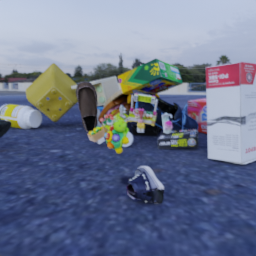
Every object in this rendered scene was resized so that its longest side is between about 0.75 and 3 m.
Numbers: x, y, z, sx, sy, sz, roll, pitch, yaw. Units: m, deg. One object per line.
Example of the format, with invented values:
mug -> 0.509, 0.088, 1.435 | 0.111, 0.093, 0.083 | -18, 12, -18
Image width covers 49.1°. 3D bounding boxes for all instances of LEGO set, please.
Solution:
LEGO set -> 0.027, -0.375, 8.701 | 2.682, 0.998, 1.234 | -7, 48, -9

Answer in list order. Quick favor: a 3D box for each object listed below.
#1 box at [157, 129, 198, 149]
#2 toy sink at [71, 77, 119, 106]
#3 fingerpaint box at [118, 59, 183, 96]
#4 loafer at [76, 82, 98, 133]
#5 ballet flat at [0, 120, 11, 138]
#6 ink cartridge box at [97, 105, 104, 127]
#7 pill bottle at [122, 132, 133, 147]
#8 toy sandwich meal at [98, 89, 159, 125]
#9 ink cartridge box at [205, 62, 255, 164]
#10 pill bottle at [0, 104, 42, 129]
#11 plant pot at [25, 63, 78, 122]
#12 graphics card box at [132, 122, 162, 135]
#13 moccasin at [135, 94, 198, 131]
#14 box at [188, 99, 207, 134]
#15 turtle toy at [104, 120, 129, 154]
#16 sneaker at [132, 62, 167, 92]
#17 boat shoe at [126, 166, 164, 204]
box -> 1.597, 0.333, 8.806 | 1.175, 0.325, 1.467 | -3, 8, 15
toy sink -> -1.376, -1.540, 12.401 | 1.266, 1.088, 1.942 | -8, 11, 27
fingerpaint box -> 0.766, -1.554, 9.212 | 1.454, 0.639, 1.742 | -19, -9, 30
loafer -> -1.490, -0.735, 10.797 | 0.788, 2.158, 0.766 | -12, 33, -6
ballet flat -> -4.290, 0.162, 8.043 | 0.600, 0.702, 2.112 | 29, 32, 18
ink cartridge box -> -0.656, -0.755, 13.138 | 2.219, 0.929, 1.610 | -16, 15, -29
pill bottle -> -0.218, 0.279, 8.914 | 0.498, 0.498, 0.938 | -3, 10, -18
toy sandwich meal -> 0.073, -0.859, 11.186 | 2.669, 0.914, 2.669 | -27, -14, -8
ink cartridge box -> 2.872, -0.399, 7.217 | 1.729, 2.355, 0.976 | -6, 6, -41
pill bottle -> -4.662, -0.473, 12.146 | 1.771, 0.996, 0.996 | 8, 11, 26
plant pot -> -3.230, -1.359, 12.307 | 1.892, 1.879, 1.935 | -42, 28, 7
graphics card box -> 0.787, -0.020, 11.008 | 1.002, 0.406, 1.597 | 0, 6, 13
moccasin -> 1.529, -0.405, 9.839 | 2.615, 1.052, 0.892 | 16, -43, -26
box -> 3.519, -0.428, 10.722 | 1.208, 1.261, 2.530 | -8, 12, -27
turtle toy -> -0.274, 0.164, 6.754 | 0.446, 0.883, 0.643 | 11, 40, -34
sneaker -> 0.786, -1.895, 11.728 | 2.235, 0.990, 0.859 | 29, 29, -45
boat shoe -> 0.186, 0.950, 4.897 | 0.528, 0.425, 1.138 | 5, 8, -17
